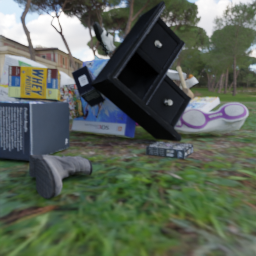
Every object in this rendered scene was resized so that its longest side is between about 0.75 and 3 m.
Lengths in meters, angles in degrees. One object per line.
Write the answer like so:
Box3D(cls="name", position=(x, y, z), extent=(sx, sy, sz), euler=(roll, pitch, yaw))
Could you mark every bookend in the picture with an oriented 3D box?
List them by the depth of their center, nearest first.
Box3D(cls="bookend", position=(0.911, -1.533, 8.351), extent=(2.829, 2.811, 1.303), euler=(40, -16, -22))

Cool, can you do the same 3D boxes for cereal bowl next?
Box3D(cls="cereal bowl", position=(-2.554, -1.393, 11.652), extent=(0.950, 2.281, 2.281), euler=(-27, 2, 13))

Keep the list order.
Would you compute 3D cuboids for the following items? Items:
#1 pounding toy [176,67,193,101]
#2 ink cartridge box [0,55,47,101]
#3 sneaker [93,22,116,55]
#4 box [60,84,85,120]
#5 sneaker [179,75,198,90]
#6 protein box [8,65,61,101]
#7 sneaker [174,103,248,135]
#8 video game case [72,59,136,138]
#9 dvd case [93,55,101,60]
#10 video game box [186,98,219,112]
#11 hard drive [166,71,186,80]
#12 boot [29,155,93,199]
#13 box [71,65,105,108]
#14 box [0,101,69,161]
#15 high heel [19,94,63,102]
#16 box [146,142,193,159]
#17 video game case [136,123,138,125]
Box3D(cls="pounding toy", position=(1.477, -1.092, 9.835), extent=(1.013, 1.945, 2.214), euler=(39, -10, -39))
Box3D(cls="ink cartridge box", position=(-3.826, -1.492, 10.067), extent=(1.359, 1.870, 0.818), euler=(24, 17, 24))
Box3D(cls="sneaker", position=(-0.682, -2.660, 8.174), extent=(0.425, 0.961, 0.356), euler=(-40, 32, -21))
Box3D(cls="box", position=(-1.985, -0.887, 9.569), extent=(0.810, 1.187, 0.224), euler=(-15, 6, -41))
Box3D(cls="sneaker", position=(2.050, -1.552, 10.262), extent=(0.407, 0.474, 1.119), euler=(-25, -9, -41))
Box3D(cls="protein box", position=(-2.405, -1.129, 7.357), extent=(1.156, 0.780, 1.147), euler=(2, 3, -9))
Box3D(cls="sneaker", position=(2.782, -0.082, 9.756), extent=(2.571, 0.963, 1.281), euler=(-7, -33, 7))
Box3D(cls="video game case", position=(-0.749, -1.093, 9.841), extent=(2.442, 2.694, 0.612), euler=(5, -6, 35))
Box3D(cls="dvd case", position=(-0.980, -2.243, 10.820), extent=(1.007, 0.735, 0.111), euler=(39, 46, 10))
Box3D(cls="video game box", position=(2.796, -0.854, 11.156), extent=(1.253, 0.293, 1.141), euler=(-33, 26, -32))
Box3D(cls="hard drive", position=(0.987, -2.075, 10.361), extent=(1.313, 0.261, 1.990), euler=(-1, 18, -30))
Box3D(cls="boot", position=(-1.051, 0.705, 4.740), extent=(1.020, 0.541, 1.550), euler=(2, 10, -27))
Box3D(cls="box", position=(-1.249, -1.315, 8.942), extent=(0.580, 0.942, 0.934), euler=(-25, -23, 6))
Box3D(cls="box", position=(-2.978, -0.037, 7.079), extent=(2.430, 1.301, 1.804), euler=(3, 6, 14))
Box3D(cls="high heel", position=(-2.742, -0.952, 8.544), extent=(1.429, 0.510, 1.018), euler=(-18, 45, -43))
Box3D(cls="box", position=(1.046, 0.543, 7.015), extent=(0.995, 0.217, 0.797), euler=(4, 8, 26))
Box3D(cls="video game case", position=(-0.626, -0.503, 13.904), extent=(2.669, 0.527, 2.944), euler=(-3, 8, -23))
